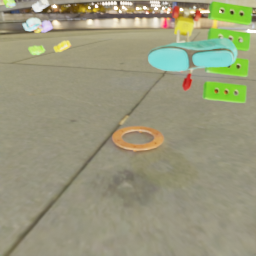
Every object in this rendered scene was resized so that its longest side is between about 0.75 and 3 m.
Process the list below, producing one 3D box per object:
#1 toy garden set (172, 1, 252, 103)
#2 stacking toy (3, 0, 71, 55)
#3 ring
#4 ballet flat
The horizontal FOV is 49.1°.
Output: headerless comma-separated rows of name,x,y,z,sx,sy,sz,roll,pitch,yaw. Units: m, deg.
toy garden set,2.411,-2.296,8.519,2.404,2.884,0.575,5,-1,-8
stacking toy,-2.500,-2.898,7.928,0.471,1.512,2.005,-24,11,19
ring,0.304,0.334,8.720,1.589,0.153,1.589,1,25,0
ballet flat,1.465,-1.706,6.460,1.982,0.667,0.697,4,43,24
